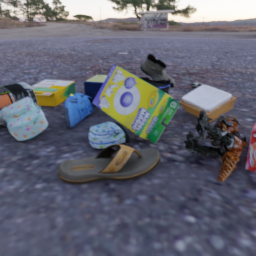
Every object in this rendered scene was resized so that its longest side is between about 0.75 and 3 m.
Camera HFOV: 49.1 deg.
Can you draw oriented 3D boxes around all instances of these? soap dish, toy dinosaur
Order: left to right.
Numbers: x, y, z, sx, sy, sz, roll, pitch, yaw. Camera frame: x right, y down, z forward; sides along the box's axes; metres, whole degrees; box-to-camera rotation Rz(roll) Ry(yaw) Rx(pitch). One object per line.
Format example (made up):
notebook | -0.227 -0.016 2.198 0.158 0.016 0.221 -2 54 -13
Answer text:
soap dish | 3.345 -1.045 11.911 1.494 0.771 1.899 -30 32 -15
toy dinosaur | 2.818 0.391 8.431 1.847 1.390 2.722 21 22 1

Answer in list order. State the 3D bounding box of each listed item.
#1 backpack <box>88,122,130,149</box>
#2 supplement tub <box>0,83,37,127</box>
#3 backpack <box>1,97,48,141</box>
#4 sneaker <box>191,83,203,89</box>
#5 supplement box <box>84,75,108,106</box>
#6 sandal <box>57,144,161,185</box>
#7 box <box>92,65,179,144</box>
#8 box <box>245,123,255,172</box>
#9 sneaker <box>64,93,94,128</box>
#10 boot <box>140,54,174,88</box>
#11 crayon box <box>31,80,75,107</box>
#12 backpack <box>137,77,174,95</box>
backpack | -0.723 0.255 9.356 1.239 0.952 1.010 -26 36 -18
supplement tub | -4.966 -0.831 10.903 1.516 1.516 2.475 19 29 37
backpack | -3.683 -0.302 9.982 1.386 1.209 1.577 -29 42 -21
sneaker | 4.126 -2.404 16.092 0.426 0.392 1.064 -12 26 -29
supplement box | -1.003 -1.833 13.722 1.739 1.168 1.738 7 24 15
sandal | -0.478 0.868 7.811 2.947 0.804 1.204 -4 23 -10
box | 0.214 -0.869 10.011 2.987 1.752 0.722 34 9 30
box | 4.563 0.293 8.485 1.282 1.338 2.685 14 27 30
sneaker | -1.996 -0.805 11.622 1.101 0.925 2.807 1 23 -2
boot | 1.410 -2.454 12.312 1.784 0.604 1.165 31 -15 -9
crayon box | -4.027 -1.735 14.069 1.758 0.721 2.797 5 23 13
backpack | 0.505 -1.439 12.146 2.216 1.707 2.111 -10 29 -38
